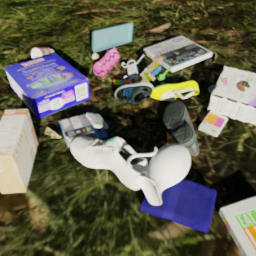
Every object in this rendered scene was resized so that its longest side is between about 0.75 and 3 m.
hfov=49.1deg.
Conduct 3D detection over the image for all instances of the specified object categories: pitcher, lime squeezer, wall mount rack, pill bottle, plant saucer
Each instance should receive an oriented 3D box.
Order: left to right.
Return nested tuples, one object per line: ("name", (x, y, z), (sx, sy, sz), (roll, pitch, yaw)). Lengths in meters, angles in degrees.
("pill bottle", (-4.230, -3.686, 14.024), (0.645, 0.645, 1.166), (18, 23, 19))
("plant saucer", (-0.750, -4.465, 13.661), (0.267, 0.984, 2.816), (29, 40, 30))
("wall mount rack", (0.301, -2.604, 12.310), (1.121, 0.481, 1.290), (-16, 65, 16))
("pitcher", (0.852, 1.027, 7.721), (1.462, 1.033, 1.704), (50, 56, -1))
("lime squeezer", (1.456, -2.328, 12.393), (0.276, 1.462, 0.516), (14, 84, -13))

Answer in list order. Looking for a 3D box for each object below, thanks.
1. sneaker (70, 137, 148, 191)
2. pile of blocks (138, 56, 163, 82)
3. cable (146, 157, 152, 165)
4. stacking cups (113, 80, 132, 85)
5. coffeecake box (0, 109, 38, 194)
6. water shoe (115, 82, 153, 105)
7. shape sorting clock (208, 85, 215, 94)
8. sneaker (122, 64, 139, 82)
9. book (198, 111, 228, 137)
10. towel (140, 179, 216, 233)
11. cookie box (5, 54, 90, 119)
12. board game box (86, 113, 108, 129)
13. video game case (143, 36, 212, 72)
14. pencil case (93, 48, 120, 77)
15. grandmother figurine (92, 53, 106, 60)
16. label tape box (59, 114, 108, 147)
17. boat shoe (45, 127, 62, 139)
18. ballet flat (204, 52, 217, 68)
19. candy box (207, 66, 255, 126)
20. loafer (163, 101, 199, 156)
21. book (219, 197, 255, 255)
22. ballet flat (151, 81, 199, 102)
("sneaker", (-0.585, 0.719, 8.700), (2.958, 1.309, 1.113), (23, 47, 24))
("pile of blocks", (1.095, -2.508, 12.175), (0.686, 1.672, 0.520), (46, 48, -2))
("cable", (1.000, 0.999, 8.607), (1.020, 0.495, 0.257), (-2, 61, -9))
("stacking cups", (-0.249, -2.052, 12.716), (0.840, 0.254, 0.254), (1, 41, -7))
("coffeecake box", (-3.439, 0.674, 8.532), (0.755, 1.587, 2.068), (-2, 41, -3))
("water shoe", (0.129, -1.271, 10.855), (1.798, 0.643, 0.709), (-13, 55, 40))
("shape sorting clock", (3.998, -1.636, 12.235), (0.985, 0.193, 0.985), (0, 42, 0))
("sneaker", (0.168, -2.624, 13.222), (0.571, 0.503, 1.282), (-15, 49, -31))
("book", (3.209, -0.160, 10.518), (0.717, 0.258, 1.074), (26, 49, 25))
("towel", (1.423, 2.057, 7.867), (1.890, 0.468, 1.396), (14, 47, 18))
("cookie box", (-3.400, -1.882, 11.819), (2.443, 1.073, 2.856), (-26, 48, -28))
("board game box", (-1.129, -0.252, 10.151), (0.549, 0.140, 0.816), (7, 29, -37))
("video game case", (2.529, -3.867, 14.445), (2.624, 0.306, 2.386), (-25, 47, -22))
("pencil case", (-1.040, -3.193, 13.542), (0.760, 0.784, 1.675), (28, 48, 4))
("grandmother figurine", (-1.193, -3.688, 14.461), (1.365, 0.413, 0.828), (-2, 17, 3))
("label tape box", (-1.614, 0.024, 10.133), (1.480, 0.468, 1.067), (-16, 44, -17))
("boat shoe", (-2.663, 0.237, 9.957), (0.877, 0.321, 0.275), (23, 82, 44))
("ballet flat", (4.222, -3.457, 14.191), (0.509, 0.350, 1.512), (19, 45, 20))
("candy box", (4.702, -1.248, 11.069), (2.537, 0.908, 2.128), (20, 51, 19))
("loafer", (1.898, 0.009, 10.049), (0.958, 0.839, 2.667), (-29, 31, 15))
("book", (3.418, 2.817, 7.011), (1.408, 0.507, 2.108), (-13, 44, -10))
("ballet flat", (1.982, -1.466, 11.693), (2.186, 0.730, 0.733), (-13, 60, -14))
